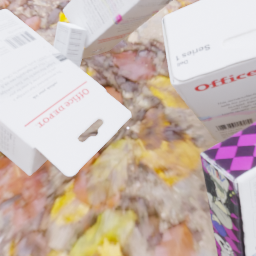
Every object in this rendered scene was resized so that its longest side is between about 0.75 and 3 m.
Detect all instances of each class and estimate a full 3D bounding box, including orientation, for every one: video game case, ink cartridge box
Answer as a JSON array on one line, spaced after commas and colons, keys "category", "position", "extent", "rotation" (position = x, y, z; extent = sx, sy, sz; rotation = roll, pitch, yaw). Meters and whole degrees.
[{"category": "video game case", "position": [2.178, 0.667, 3.065], "extent": [2.773, 2.513, 0.497], "rotation": [-27, 34, -12]}, {"category": "ink cartridge box", "position": [-0.150, -2.550, 5.728], "extent": [1.601, 2.780, 0.943], "rotation": [-36, 97, -50]}, {"category": "ink cartridge box", "position": [-1.468, -0.428, 4.221], "extent": [2.666, 0.904, 1.546], "rotation": [40, 51, 5]}, {"category": "ink cartridge box", "position": [2.026, -0.883, 4.468], "extent": [2.058, 2.842, 1.193], "rotation": [-16, 65, 24]}]

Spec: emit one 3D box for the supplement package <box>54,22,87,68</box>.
[{"category": "supplement package", "position": [-1.149, -1.604, 5.452], "extent": [0.429, 0.754, 0.413], "rotation": [34, 28, 31]}]
